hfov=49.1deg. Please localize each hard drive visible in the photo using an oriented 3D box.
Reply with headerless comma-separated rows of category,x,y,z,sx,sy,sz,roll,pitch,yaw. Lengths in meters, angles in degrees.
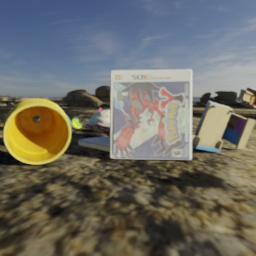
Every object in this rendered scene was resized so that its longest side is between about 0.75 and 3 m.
hard drive,-0.715,0.539,9.581,1.183,0.239,1.794,-6,9,-43

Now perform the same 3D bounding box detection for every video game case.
video game case,0.598,-0.352,7.553,2.196,2.410,0.277,0,1,6

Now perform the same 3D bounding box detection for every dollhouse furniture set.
dollhouse furniture set,2.720,-0.475,8.903,2.243,2.117,1.463,8,16,-30

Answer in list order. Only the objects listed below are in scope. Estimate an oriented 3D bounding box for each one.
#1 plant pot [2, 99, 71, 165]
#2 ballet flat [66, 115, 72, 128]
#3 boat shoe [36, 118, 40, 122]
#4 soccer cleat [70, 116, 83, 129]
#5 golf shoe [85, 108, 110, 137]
plant pot,-2.372,-0.067,7.291,1.582,1.582,1.488,-2,20,-19
ballet flat,-3.170,-0.140,12.820,0.898,0.893,2.626,-26,10,-15
boat shoe,-4.075,-0.619,13.832,0.527,1.486,0.536,35,-7,13
soccer cleat,-2.989,-0.200,15.642,0.790,0.611,1.889,-30,10,4
golf shoe,-0.902,-0.284,11.651,0.949,1.153,2.520,40,-14,-33
